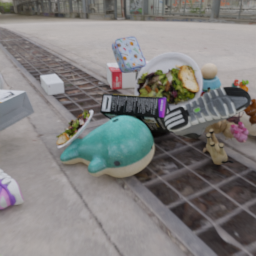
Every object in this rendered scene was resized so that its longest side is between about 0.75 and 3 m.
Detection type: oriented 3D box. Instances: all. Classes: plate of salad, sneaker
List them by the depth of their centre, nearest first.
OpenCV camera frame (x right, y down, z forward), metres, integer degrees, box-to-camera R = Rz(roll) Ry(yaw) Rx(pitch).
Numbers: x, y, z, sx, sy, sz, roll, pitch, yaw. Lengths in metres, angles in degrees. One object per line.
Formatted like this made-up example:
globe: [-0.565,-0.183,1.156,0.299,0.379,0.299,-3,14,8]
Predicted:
sneaker: [-3.603,1.453,7.110,2.145,0.863,0.948,24,42,37]
sneaker: [2.117,-0.309,7.409,2.154,1.244,0.808,-18,62,17]
plate of salad: [-1.723,-0.019,8.838,1.592,0.382,1.592,-41,18,16]
plate of salad: [1.451,-1.641,10.960,2.850,2.850,0.685,17,1,30]

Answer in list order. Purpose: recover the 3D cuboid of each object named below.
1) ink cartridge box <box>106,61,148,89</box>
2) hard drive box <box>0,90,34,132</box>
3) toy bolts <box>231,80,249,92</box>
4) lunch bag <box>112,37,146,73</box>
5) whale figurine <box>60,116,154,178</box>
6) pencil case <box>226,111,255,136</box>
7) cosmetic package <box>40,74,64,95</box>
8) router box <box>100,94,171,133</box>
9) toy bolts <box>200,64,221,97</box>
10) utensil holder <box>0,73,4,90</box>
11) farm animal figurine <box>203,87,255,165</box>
ink cartridge box: [0.157,-2.967,15.652,2.515,1.042,1.846,-5,27,-10]
hard drive box: [-4.259,-0.540,8.796,2.023,0.777,1.576,7,33,38]
toy bolts: [5.882,-2.143,14.846,0.843,0.584,0.805,6,66,-9]
lunch bag: [0.057,-2.715,10.530,1.092,1.363,0.515,-17,-5,-29]
whale figurine: [-0.683,0.445,8.221,2.843,1.475,2.262,-2,29,22]
pencil case: [4.073,-0.336,10.322,2.912,1.302,1.133,19,61,34]
cosmetic package: [-4.040,-2.317,14.844,0.863,0.606,1.701,-12,29,-23]
router box: [0.409,-0.423,9.388,1.954,0.669,2.619,6,-9,14]
toy bolts: [2.694,-1.637,11.766,2.600,1.803,2.484,-10,28,0]
utensil holder: [-6.966,-1.769,12.286,1.979,1.979,2.329,3,29,6]
farm animal figurine: [2.981,0.010,9.248,2.533,1.321,2.506,-43,42,-21]
